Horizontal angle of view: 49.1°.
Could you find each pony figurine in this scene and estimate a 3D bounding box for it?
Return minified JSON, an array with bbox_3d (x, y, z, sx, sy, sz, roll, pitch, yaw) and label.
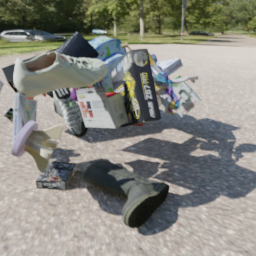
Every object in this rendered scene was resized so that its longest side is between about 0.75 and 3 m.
[{"bbox_3d":[1.218,-1.603,10.232,2.348,1.955,2.266,52,34,4],"label":"pony figurine"}]

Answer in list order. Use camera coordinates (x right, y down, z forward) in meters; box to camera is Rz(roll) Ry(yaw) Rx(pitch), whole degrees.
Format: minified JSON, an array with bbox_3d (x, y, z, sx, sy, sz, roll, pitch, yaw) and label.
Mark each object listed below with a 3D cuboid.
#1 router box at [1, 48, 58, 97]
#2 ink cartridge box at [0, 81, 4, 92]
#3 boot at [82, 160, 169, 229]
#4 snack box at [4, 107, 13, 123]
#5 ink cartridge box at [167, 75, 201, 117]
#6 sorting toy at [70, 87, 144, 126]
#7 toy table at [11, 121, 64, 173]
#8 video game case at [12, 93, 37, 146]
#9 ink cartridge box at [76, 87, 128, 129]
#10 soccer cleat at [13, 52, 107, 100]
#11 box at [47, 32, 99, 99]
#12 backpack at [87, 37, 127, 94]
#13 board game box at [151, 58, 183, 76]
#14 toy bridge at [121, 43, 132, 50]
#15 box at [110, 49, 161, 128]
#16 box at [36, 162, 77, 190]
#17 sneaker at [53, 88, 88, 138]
[{"bbox_3d":[-3.618,-2.317,12.080,2.873,0.734,2.143,-24,-12,-12],"label":"router box"},{"bbox_3d":[-4.490,-0.985,8.273,0.729,1.303,1.909,24,0,-11],"label":"ink cartridge box"},{"bbox_3d":[-0.364,1.855,8.724,2.705,0.982,2.460,22,17,27],"label":"boot"},{"bbox_3d":[-4.349,-0.309,11.061,0.606,1.042,0.193,-30,25,46],"label":"snack box"},{"bbox_3d":[2.280,-1.371,12.163,1.486,1.084,0.625,47,22,1],"label":"ink cartridge box"},{"bbox_3d":[-0.392,-0.961,9.211,2.866,0.987,0.994,18,50,-26],"label":"sorting toy"},{"bbox_3d":[-2.387,0.439,7.456,0.889,1.395,1.517,23,18,-8],"label":"toy table"},{"bbox_3d":[-3.086,-0.159,8.458,0.187,1.549,1.699,1,-2,-2],"label":"video game case"},{"bbox_3d":[-0.794,-0.656,8.251,1.391,1.221,0.583,3,23,44],"label":"ink cartridge box"},{"bbox_3d":[-1.481,-1.396,6.705,2.464,0.956,0.854,-22,49,-35],"label":"soccer cleat"},{"bbox_3d":[-2.247,-2.130,9.847,2.068,1.079,1.530,-14,41,49],"label":"box"},{"bbox_3d":[-0.946,-2.789,13.360,2.548,2.784,2.046,-38,40,-17],"label":"backpack"},{"bbox_3d":[1.089,-2.387,12.485,1.972,0.406,1.967,-37,22,-21],"label":"board game box"},{"bbox_3d":[0.130,-2.766,11.499,0.540,1.607,0.219,-13,-15,-2],"label":"toy bridge"},{"bbox_3d":[0.131,-1.037,8.263,0.583,1.915,2.375,-9,0,-16],"label":"box"},{"bbox_3d":[-2.511,1.674,9.947,1.034,0.326,1.311,3,23,6],"label":"box"},{"bbox_3d":[-1.942,-0.429,9.243,0.697,1.858,1.073,-21,-11,-28],"label":"sneaker"}]
